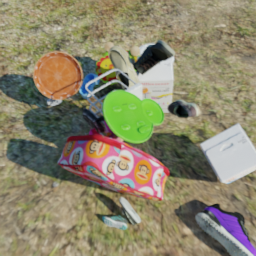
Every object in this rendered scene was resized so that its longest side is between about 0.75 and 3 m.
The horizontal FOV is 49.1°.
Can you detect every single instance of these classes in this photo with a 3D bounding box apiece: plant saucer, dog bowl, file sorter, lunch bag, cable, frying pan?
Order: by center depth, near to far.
[{"bbox_3d":[-0.531,1.257,8.534,2.632,2.988,1.224,-7,59,50],"label":"lunch bag"},{"bbox_3d":[-1.064,-0.129,9.880,0.307,1.142,1.888,-42,36,-16],"label":"frying pan"},{"bbox_3d":[-0.523,-0.749,10.319,1.590,2.292,1.427,-34,58,-21],"label":"file sorter"},{"bbox_3d":[-2.801,-2.083,11.246,1.908,1.908,0.308,-13,18,-12],"label":"plant saucer"},{"bbox_3d":[-1.753,-1.888,12.479,0.662,0.295,1.188,21,83,25],"label":"dog bowl"},{"bbox_3d":[1.331,-3.540,14.581,2.037,0.705,2.036,4,52,-2],"label":"cable"}]

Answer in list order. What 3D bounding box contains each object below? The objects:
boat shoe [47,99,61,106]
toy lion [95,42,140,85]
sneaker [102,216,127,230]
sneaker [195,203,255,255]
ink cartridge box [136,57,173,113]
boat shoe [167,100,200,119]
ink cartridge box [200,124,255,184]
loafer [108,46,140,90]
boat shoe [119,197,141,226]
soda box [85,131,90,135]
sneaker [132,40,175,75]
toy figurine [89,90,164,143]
[{"bbox_3d":[-3.334,-1.161,12.383,0.304,0.343,0.932,14,9,19],"label":"boat shoe"},{"bbox_3d":[-0.533,-3.046,13.623,2.044,0.702,1.959,9,86,2],"label":"toy lion"},{"bbox_3d":[-0.403,2.946,8.907,0.835,0.324,0.381,17,33,10],"label":"sneaker"},{"bbox_3d":[3.237,3.108,8.361,1.132,0.791,2.275,-31,54,-27],"label":"sneaker"},{"bbox_3d":[1.109,-1.821,11.985,1.493,2.027,1.466,-1,53,4],"label":"ink cartridge box"},{"bbox_3d":[1.771,-0.620,9.576,0.503,0.559,1.554,-16,18,-25],"label":"boat shoe"},{"bbox_3d":[3.327,0.905,8.975,1.349,1.832,1.325,-32,67,15],"label":"ink cartridge box"},{"bbox_3d":[-0.197,-2.196,10.483,0.636,0.705,1.864,-36,96,-49],"label":"loafer"},{"bbox_3d":[-0.014,2.643,8.803,0.313,0.348,0.985,-36,93,11],"label":"boat shoe"},{"bbox_3d":[-1.431,0.400,10.836,0.261,0.815,0.276,-25,66,-4],"label":"soda box"},{"bbox_3d":[0.892,-2.445,10.180,1.126,0.793,2.121,-51,16,-1],"label":"sneaker"},{"bbox_3d":[-0.309,0.055,9.458,2.419,2.227,1.816,-14,72,-41],"label":"toy figurine"}]
